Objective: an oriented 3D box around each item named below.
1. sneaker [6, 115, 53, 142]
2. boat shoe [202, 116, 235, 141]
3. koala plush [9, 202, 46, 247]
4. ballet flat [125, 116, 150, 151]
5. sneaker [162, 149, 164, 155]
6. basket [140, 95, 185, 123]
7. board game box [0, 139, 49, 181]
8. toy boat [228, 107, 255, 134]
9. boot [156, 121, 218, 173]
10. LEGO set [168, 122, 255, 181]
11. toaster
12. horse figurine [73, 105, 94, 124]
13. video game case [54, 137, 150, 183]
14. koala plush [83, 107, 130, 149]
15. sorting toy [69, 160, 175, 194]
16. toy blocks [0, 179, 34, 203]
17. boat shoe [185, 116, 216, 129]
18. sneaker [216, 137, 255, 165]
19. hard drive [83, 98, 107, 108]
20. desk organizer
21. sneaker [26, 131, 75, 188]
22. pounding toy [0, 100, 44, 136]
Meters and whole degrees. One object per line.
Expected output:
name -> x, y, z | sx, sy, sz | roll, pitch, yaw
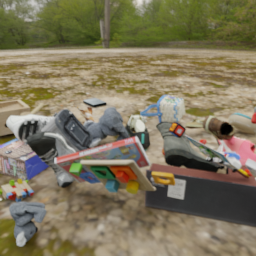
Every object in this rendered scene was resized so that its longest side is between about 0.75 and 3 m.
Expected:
sneaker -> -3.001, -0.073, 9.894 | 1.054, 0.978, 2.602 | 20, 8, 33
boat shoe -> 2.765, 0.093, 8.046 | 0.599, 0.598, 1.620 | 18, 4, 44
koala plush -> -2.132, 1.984, 5.786 | 0.727, 0.792, 0.702 | 11, -4, -18
ballet flat -> 0.422, 0.020, 10.940 | 0.859, 0.864, 2.526 | -3, 21, -11
sneaker -> 1.623, 0.522, 9.773 | 0.446, 0.471, 1.221 | 36, 74, 21
basket -> 1.599, -0.822, 12.638 | 1.755, 1.220, 1.547 | -4, 19, 27
board game box -> -3.323, 0.958, 8.724 | 1.413, 0.684, 1.126 | 10, 23, 22
toy boat -> 4.827, -0.336, 11.193 | 1.292, 0.714, 1.537 | 26, -16, 2
boot -> 1.702, 0.558, 7.929 | 2.017, 0.683, 1.317 | 25, 40, -31
LEGO set -> 2.208, 0.628, 5.597 | 2.893, 0.710, 2.161 | 30, -6, 43
toaster -> -1.986, 0.321, 9.093 | 1.126, 1.743, 0.991 | -28, 23, 31
horse figurine -> -1.847, -0.514, 12.451 | 1.029, 0.387, 1.552 | 29, 23, -44
video game case -> -0.567, 0.842, 6.847 | 1.994, 1.425, 0.174 | -15, 58, 8
koala plush -> -0.926, 0.030, 10.379 | 1.488, 1.367, 1.319 | -24, 59, 6
sorting toy -> -0.213, 1.134, 6.128 | 2.472, 1.392, 0.337 | -4, 53, 30
toy blocks -> -2.885, 1.689, 7.300 | 0.844, 0.422, 0.577 | -6, 32, -47
boat shoe -> 2.963, -0.229, 11.397 | 1.497, 0.469, 0.549 | -4, -3, -24
sneaker -> 3.402, 0.676, 8.637 | 0.954, 0.811, 2.200 | -26, 25, 15
hard drive -> -1.857, -1.395, 15.578 | 0.836, 0.197, 1.198 | -15, 26, -34
desk organizer -> 1.959, 1.467, 6.938 | 2.911, 1.044, 1.121 | 6, 20, 16
sneaker -> -1.839, 0.941, 7.399 | 0.786, 2.096, 1.210 | -23, 64, 8
pounding toy -> -4.465, -0.318, 11.453 | 2.155, 1.122, 2.453 | -14, 25, -33
